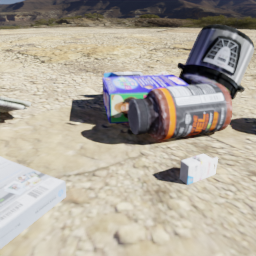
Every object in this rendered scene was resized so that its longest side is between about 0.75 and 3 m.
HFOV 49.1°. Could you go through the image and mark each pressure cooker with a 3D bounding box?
[{"bbox_3d":[3.376,-2.317,10.859,2.308,2.584,2.272,25,0,-36],"label":"pressure cooker"}]

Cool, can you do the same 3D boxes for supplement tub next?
[{"bbox_3d":[1.412,-0.447,7.920,2.727,1.458,1.458,-8,25,-16],"label":"supplement tub"}]

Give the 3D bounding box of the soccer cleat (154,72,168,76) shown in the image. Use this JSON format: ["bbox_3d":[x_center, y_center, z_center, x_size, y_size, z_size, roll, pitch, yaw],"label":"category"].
[{"bbox_3d":[1.403,-2.419,13.396,1.103,0.382,0.428,-27,28,-15],"label":"soccer cleat"}]

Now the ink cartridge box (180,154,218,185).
[{"bbox_3d":[1.547,0.874,6.137,0.817,0.470,0.277,-12,27,-26],"label":"ink cartridge box"}]

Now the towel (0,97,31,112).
[{"bbox_3d":[-4.264,-0.725,8.795,1.785,0.320,1.854,-5,-9,43],"label":"towel"}]

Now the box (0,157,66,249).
[{"bbox_3d":[-2.494,1.259,5.345,2.044,0.421,1.594,14,27,27],"label":"box"}]

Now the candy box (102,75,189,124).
[{"bbox_3d":[0.604,-1.087,9.763,2.812,1.083,2.377,-5,23,-8],"label":"candy box"}]

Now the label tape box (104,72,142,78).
[{"bbox_3d":[-0.190,-1.650,11.064,1.459,1.045,0.482,-4,24,-9],"label":"label tape box"}]
